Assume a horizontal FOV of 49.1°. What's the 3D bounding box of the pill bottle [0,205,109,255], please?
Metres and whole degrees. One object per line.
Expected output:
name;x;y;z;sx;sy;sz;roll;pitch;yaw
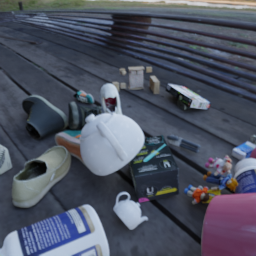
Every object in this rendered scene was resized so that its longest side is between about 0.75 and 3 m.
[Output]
pill bottle;-1.845;2.800;6.170;2.562;1.423;1.423;-15;34;-25

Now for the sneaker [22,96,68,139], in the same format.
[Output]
sneaker;-4.102;-0.537;12.142;2.833;1.059;1.505;23;38;32

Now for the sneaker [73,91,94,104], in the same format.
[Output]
sneaker;-2.295;-1.502;14.396;0.558;0.499;1.397;-28;36;-29

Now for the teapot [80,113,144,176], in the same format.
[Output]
teapot;-0.663;0.271;8.229;2.123;1.550;2.095;-25;20;35

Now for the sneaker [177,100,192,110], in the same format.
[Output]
sneaker;2.803;-1.125;13.941;0.476;0.335;0.897;2;29;-21

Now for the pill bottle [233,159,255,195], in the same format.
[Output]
pill bottle;3.677;1.839;8.016;1.173;1.173;2.112;4;31;7

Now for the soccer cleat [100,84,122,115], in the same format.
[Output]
soccer cleat;-0.658;-0.562;10.908;0.828;2.370;1.023;-11;41;-1

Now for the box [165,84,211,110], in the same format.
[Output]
box;3.008;-1.599;14.236;1.241;0.392;2.255;4;25;-29

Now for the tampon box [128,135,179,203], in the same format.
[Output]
tampon box;0.735;1.267;8.936;1.325;1.116;1.768;-10;33;-4

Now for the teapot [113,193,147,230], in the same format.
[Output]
teapot;0.043;2.252;7.574;0.624;0.854;0.843;-41;60;-11

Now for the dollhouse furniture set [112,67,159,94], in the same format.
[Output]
dollhouse furniture set;0.399;-2.574;15.400;2.445;1.267;1.082;-5;29;-8

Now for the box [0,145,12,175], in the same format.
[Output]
box;-4.995;1.397;9.075;0.753;0.904;2.201;20;37;29

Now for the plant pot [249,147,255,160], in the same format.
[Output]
plant pot;4.781;1.156;9.171;1.404;1.404;1.257;-15;19;-23

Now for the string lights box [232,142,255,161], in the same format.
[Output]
string lights box;4.404;0.871;10.545;0.936;0.276;0.481;-20;36;-30

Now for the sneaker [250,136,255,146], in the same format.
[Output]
sneaker;5.333;0.734;10.505;0.792;0.553;1.592;-3;31;-6

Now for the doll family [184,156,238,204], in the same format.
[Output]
doll family;2.597;1.695;8.253;1.774;0.799;1.101;-50;19;-13

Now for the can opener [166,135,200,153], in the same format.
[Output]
can opener;2.083;0.603;10.761;1.341;0.358;0.448;22;9;38

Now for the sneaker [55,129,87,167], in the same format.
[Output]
sneaker;-1.442;0.655;10.230;2.738;0.977;1.094;25;40;34

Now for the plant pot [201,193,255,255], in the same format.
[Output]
plant pot;2.988;2.469;5.817;2.457;2.745;2.745;2;27;34

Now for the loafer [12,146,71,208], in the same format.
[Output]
loafer;-2.718;1.343;9.086;1.053;0.950;2.783;8;32;13

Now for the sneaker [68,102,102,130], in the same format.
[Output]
sneaker;-1.664;-0.484;11.440;1.596;1.065;2.786;0;1;-9
